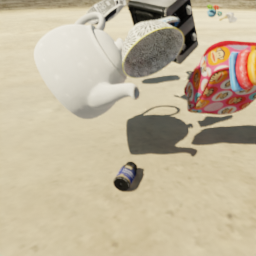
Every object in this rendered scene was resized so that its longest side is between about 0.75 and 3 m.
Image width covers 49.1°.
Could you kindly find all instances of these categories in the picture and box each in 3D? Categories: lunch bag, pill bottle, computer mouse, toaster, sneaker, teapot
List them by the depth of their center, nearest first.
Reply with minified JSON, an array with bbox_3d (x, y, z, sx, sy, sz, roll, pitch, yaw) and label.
[{"bbox_3d":[0.635,-2.557,7.129,1.403,0.526,0.608,-25,57,-17],"label":"sneaker"},{"bbox_3d":[-0.931,-1.679,7.226,1.946,2.665,2.630,-33,9,12],"label":"teapot"},{"bbox_3d":[2.787,-1.193,7.415,2.135,2.424,0.993,0,66,-8],"label":"lunch bag"},{"bbox_3d":[-0.049,1.266,7.453,0.461,0.461,0.825,10,31,17],"label":"pill bottle"},{"bbox_3d":[1.133,-3.407,9.241,1.332,2.029,2.244,-41,45,-14],"label":"toaster"},{"bbox_3d":[-0.557,-4.872,11.204,2.524,0.554,1.384,-30,62,7],"label":"computer mouse"}]

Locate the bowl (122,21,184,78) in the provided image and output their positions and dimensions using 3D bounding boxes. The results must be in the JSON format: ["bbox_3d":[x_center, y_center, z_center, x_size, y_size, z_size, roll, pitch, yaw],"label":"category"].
[{"bbox_3d":[0.420,-1.879,6.298,1.520,1.520,0.713,-15,65,-25],"label":"bowl"}]

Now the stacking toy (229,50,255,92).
[{"bbox_3d":[2.689,-1.142,5.224,1.447,0.794,0.840,1,11,45],"label":"stacking toy"}]

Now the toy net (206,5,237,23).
[{"bbox_3d":[3.692,-4.505,10.971,1.265,0.664,0.244,23,65,23],"label":"toy net"}]
